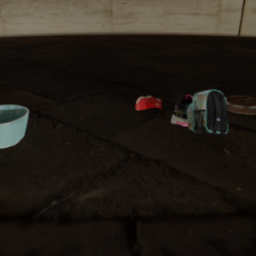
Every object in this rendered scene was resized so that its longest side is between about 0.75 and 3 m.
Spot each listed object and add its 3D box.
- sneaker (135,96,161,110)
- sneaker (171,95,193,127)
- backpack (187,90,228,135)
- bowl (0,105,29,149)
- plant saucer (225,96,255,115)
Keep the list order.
[{"bbox_3d":[1.005,-1.106,12.652,0.851,0.577,1.473,14,29,31],"label":"sneaker"},{"bbox_3d":[2.554,-0.920,11.549,0.968,1.040,2.409,16,29,19],"label":"sneaker"},{"bbox_3d":[2.824,-0.552,9.932,1.351,1.537,1.178,5,0,-36],"label":"backpack"},{"bbox_3d":[-4.357,0.012,9.573,1.954,1.022,1.954,0,24,0],"label":"bowl"},{"bbox_3d":[5.307,-1.121,12.995,2.009,0.322,2.009,-1,24,0],"label":"plant saucer"}]
